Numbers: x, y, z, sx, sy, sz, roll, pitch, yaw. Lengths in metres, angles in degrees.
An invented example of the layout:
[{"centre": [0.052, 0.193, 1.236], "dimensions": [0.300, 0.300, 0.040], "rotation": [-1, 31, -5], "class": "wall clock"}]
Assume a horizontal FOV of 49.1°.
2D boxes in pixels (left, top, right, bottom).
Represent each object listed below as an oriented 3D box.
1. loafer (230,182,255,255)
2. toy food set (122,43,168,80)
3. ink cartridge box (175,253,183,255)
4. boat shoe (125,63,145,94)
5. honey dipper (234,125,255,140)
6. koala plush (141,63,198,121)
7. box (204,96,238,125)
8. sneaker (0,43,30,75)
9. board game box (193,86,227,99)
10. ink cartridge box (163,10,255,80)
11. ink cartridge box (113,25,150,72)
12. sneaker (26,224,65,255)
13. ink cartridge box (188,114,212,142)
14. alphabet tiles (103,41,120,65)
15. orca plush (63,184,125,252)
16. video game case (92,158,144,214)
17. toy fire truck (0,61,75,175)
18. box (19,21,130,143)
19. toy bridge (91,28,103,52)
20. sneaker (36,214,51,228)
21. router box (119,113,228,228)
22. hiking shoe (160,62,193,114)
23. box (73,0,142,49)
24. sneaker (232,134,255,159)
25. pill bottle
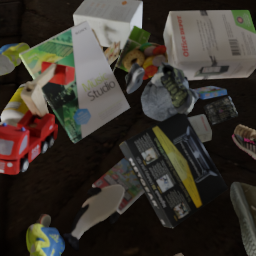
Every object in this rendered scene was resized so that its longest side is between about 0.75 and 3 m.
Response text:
[{"centre": [3.022, 2.178, 6.535], "dimensions": [0.726, 0.784, 2.086], "rotation": [-5, 51, 2], "class": "loafer"}, {"centre": [0.668, -2.275, 9.634], "dimensions": [1.529, 1.544, 0.376], "rotation": [-24, 52, 14], "class": "toy food set"}, {"centre": [1.031, 3.095, 5.824], "dimensions": [0.536, 0.522, 0.834], "rotation": [-17, 31, -12], "class": "ink cartridge box"}, {"centre": [0.142, -1.574, 8.920], "dimensions": [0.496, 1.342, 0.458], "rotation": [-31, 77, -16], "class": "boat shoe"}, {"centre": [3.998, 0.452, 7.822], "dimensions": [0.398, 0.398, 2.098], "rotation": [-35, 42, -25], "class": "honey dipper"}, {"centre": [1.179, -0.929, 7.853], "dimensions": [1.596, 1.737, 1.540], "rotation": [-44, 95, -3], "class": "koala plush"}, {"centre": [2.647, -0.486, 8.008], "dimensions": [0.606, 0.757, 0.165], "rotation": [63, 31, -3], "class": "box"}, {"centre": [-4.625, -2.612, 10.593], "dimensions": [0.975, 0.703, 1.857], "rotation": [17, 48, 33], "class": "sneaker"}, {"centre": [2.579, -1.156, 9.087], "dimensions": [0.780, 0.189, 1.031], "rotation": [-12, 15, -7], "class": "board game box"}, {"centre": [2.887, -2.933, 9.946], "dimensions": [2.936, 1.233, 2.136], "rotation": [-4, 70, -6], "class": "ink cartridge box"}, {"centre": [0.037, -2.482, 9.877], "dimensions": [0.692, 1.350, 1.827], "rotation": [24, 53, -7], "class": "ink cartridge box"}, {"centre": [-1.628, 2.678, 5.796], "dimensions": [0.794, 0.573, 1.512], "rotation": [7, 43, -31], "class": "sneaker"}, {"centre": [1.883, 0.092, 8.342], "dimensions": [1.012, 0.419, 0.737], "rotation": [-13, 51, 4], "class": "ink cartridge box"}, {"centre": [-0.844, -2.248, 9.761], "dimensions": [0.064, 1.696, 1.418], "rotation": [30, 43, -28], "class": "alphabet tiles"}, {"centre": [-0.790, 2.106, 6.774], "dimensions": [0.954, 0.644, 1.813], "rotation": [33, 58, -4], "class": "orca plush"}, {"centre": [-0.034, 1.422, 7.567], "dimensions": [1.098, 0.134, 1.536], "rotation": [38, 60, 26], "class": "video game case"}, {"centre": [-2.052, -0.386, 6.265], "dimensions": [0.658, 1.904, 2.701], "rotation": [13, 22, 7], "class": "toy fire truck"}, {"centre": [-1.422, -1.285, 8.060], "dimensions": [2.060, 2.854, 0.519], "rotation": [-35, 22, -16], "class": "box"}, {"centre": [-1.314, -3.393, 10.403], "dimensions": [0.205, 1.509, 0.507], "rotation": [-12, 71, 14], "class": "toy bridge"}, {"centre": [-2.069, 2.401, 6.590], "dimensions": [0.323, 0.304, 0.788], "rotation": [12, 78, 42], "class": "sneaker"}, {"centre": [1.132, 0.979, 6.996], "dimensions": [1.812, 0.602, 2.304], "rotation": [-27, 84, -20], "class": "router box"}, {"centre": [1.016, -0.923, 6.442], "dimensions": [0.697, 0.524, 1.385], "rotation": [22, 42, -31], "class": "hiking shoe"}, {"centre": [-0.765, -4.364, 11.520], "dimensions": [2.347, 1.248, 1.787], "rotation": [13, 52, 11], "class": "box"}, {"centre": [3.495, 0.463, 7.944], "dimensions": [1.111, 0.486, 0.410], "rotation": [38, 27, 7], "class": "sneaker"}, {"centre": [-3.242, -0.474, 8.581], "dimensions": [0.946, 0.946, 1.683], "rotation": [10, 52, 8], "class": "pill bottle"}]
